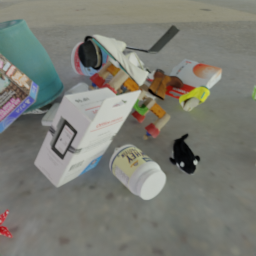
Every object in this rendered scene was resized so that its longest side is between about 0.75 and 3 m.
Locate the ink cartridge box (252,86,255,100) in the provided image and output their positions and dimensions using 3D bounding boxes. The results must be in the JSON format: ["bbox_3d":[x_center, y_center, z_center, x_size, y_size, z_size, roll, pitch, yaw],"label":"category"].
[{"bbox_3d":[5.604,-1.642,11.446,0.753,1.019,0.386,3,32,5],"label":"ink cartridge box"}]

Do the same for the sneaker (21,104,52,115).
[{"bbox_3d":[-3.579,-0.864,10.578,1.402,0.634,0.466,-4,33,-7],"label":"sneaker"}]

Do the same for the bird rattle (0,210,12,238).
[{"bbox_3d":[-3.207,2.170,5.762,1.160,0.801,1.423,-1,25,30],"label":"bird rattle"}]

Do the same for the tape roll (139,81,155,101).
[{"bbox_3d":[0.498,-1.618,11.587,1.480,0.270,1.480,20,33,-14],"label":"tape roll"}]

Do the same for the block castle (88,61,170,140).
[{"bbox_3d":[-0.023,-0.823,8.925,1.192,2.541,1.698,-48,33,5],"label":"block castle"}]

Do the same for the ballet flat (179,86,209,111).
[{"bbox_3d":[2.288,-0.958,10.220,0.637,1.908,0.639,26,73,-8],"label":"ballet flat"}]

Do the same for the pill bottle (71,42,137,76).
[{"bbox_3d":[-1.100,-3.149,13.301,2.879,1.566,1.566,12,34,20],"label":"pill bottle"}]

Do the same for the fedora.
[{"bbox_3d":[-1.716,-3.121,11.965,0.689,1.508,1.508,-27,41,-31],"label":"fedora"}]

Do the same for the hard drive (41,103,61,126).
[{"bbox_3d":[-1.918,-0.454,10.269,2.066,0.276,1.363,5,32,7],"label":"hard drive"}]

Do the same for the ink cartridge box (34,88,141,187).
[{"bbox_3d":[-1.007,0.001,6.836,0.937,2.763,1.603,42,31,15],"label":"ink cartridge box"}]

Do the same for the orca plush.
[{"bbox_3d":[1.710,0.598,8.286,0.898,0.607,1.708,7,33,11],"label":"orca plush"}]

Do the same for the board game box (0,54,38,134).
[{"bbox_3d":[-4.540,-1.240,8.442,2.189,2.746,1.330,-40,30,10],"label":"board game box"}]

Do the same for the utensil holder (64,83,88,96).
[{"bbox_3d":[-2.028,-1.317,11.233,0.731,0.731,0.860,19,40,27],"label":"utensil holder"}]

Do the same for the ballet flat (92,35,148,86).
[{"bbox_3d":[-0.169,-2.220,8.702,0.735,2.118,0.735,-39,21,18],"label":"ballet flat"}]

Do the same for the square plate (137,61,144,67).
[{"bbox_3d":[-0.786,-3.760,15.440,2.479,0.356,2.503,-16,36,-24],"label":"square plate"}]

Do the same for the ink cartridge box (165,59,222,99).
[{"bbox_3d":[2.643,-2.123,12.312,1.937,0.599,2.388,26,49,35],"label":"ink cartridge box"}]

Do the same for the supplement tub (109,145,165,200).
[{"bbox_3d":[0.228,1.117,7.147,0.943,0.943,1.300,-21,38,-30],"label":"supplement tub"}]

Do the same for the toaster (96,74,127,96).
[{"bbox_3d":[-0.531,-1.503,10.551,1.110,1.718,0.976,14,39,23],"label":"toaster"}]

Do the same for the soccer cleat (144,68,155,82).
[{"bbox_3d":[0.709,-2.627,13.387,1.402,0.597,0.481,22,34,28],"label":"soccer cleat"}]

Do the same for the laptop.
[{"bbox_3d":[0.994,-4.091,12.787,2.243,1.300,2.100,16,17,15],"label":"laptop"}]

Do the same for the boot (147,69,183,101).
[{"bbox_3d":[1.602,-1.705,11.671,1.434,0.522,1.523,32,44,-12],"label":"boot"}]

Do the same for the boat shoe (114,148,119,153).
[{"bbox_3d":[-0.002,0.863,8.092,0.978,0.341,0.347,28,42,29],"label":"boat shoe"}]

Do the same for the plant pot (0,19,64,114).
[{"bbox_3d":[-4.277,-2.370,10.430,2.993,2.812,2.993,-9,32,6],"label":"plant pot"}]
